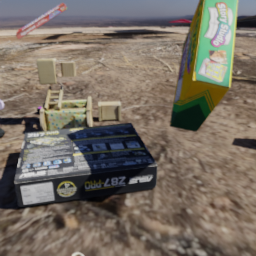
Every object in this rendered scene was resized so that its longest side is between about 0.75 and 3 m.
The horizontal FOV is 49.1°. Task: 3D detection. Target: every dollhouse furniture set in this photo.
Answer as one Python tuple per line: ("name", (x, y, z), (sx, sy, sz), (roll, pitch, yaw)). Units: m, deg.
("dollhouse furniture set", (-1.491, -1.069, 8.932), (2.529, 2.237, 1.406), (-3, 25, -4))

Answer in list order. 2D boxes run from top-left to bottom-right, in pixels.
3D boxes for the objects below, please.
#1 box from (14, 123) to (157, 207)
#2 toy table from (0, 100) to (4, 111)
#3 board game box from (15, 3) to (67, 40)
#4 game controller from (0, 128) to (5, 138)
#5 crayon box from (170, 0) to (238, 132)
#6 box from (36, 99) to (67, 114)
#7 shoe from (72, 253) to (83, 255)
("box", (-1.059, 0.722, 6.831), (2.971, 0.730, 2.395), (-6, 27, -13))
("toy table", (-5.130, -0.844, 10.312), (0.874, 0.803, 0.512), (-6, 6, 15))
("board game box", (-2.670, -3.308, 8.615), (1.720, 0.167, 0.885), (-32, 32, -1))
("game controller", (-4.506, 0.110, 8.803), (1.452, 0.306, 0.757), (20, 46, 38))
("crayon box", (1.568, -1.452, 6.001), (0.721, 2.135, 2.474), (11, 69, 3))
("box", (-2.722, -0.793, 10.755), (0.934, 0.236, 1.306), (10, 28, 19))
("shoe", (-0.362, 2.340, 3.574), (0.622, 0.475, 1.778), (-14, 28, -28))
